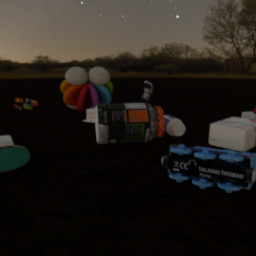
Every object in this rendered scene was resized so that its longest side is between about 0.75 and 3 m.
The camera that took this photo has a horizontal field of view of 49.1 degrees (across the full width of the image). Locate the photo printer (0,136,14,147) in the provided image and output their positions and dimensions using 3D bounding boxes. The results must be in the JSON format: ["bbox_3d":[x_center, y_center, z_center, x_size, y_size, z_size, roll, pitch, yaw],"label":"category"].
[{"bbox_3d":[-4.175,0.546,8.589,1.175,0.408,0.977,-6,15,-26],"label":"photo printer"}]

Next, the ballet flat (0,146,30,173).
[{"bbox_3d":[-3.433,0.855,6.864,0.705,0.685,1.981,7,19,37],"label":"ballet flat"}]

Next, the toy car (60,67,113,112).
[{"bbox_3d":[-2.220,-1.874,15.573,2.932,2.566,2.199,-3,48,-16],"label":"toy car"}]

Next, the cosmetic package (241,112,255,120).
[{"bbox_3d":[5.210,-0.294,11.628,0.643,0.642,0.779,-4,15,-18],"label":"cosmetic package"}]

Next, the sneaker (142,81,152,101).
[{"bbox_3d":[0.756,-1.474,11.435,0.337,0.521,0.960,21,-18,18],"label":"sneaker"}]

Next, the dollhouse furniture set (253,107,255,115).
[{"bbox_3d":[4.916,-0.277,8.813,0.850,1.124,2.089,-6,43,-31],"label":"dollhouse furniture set"}]

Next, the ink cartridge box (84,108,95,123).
[{"bbox_3d":[-1.364,-0.651,13.382,0.902,0.532,1.567,8,16,31],"label":"ink cartridge box"}]

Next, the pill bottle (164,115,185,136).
[{"bbox_3d":[1.674,-0.063,10.596,0.667,0.667,1.202,-4,14,-15],"label":"pill bottle"}]

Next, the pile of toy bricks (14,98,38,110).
[{"bbox_3d":[-5.857,-1.266,16.103,1.296,0.719,0.640,9,31,-49],"label":"pile of toy bricks"}]

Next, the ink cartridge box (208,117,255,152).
[{"bbox_3d":[3.734,0.167,9.500,1.279,0.723,1.746,13,18,43],"label":"ink cartridge box"}]

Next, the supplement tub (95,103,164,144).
[{"bbox_3d":[0.023,-0.160,9.515,2.225,1.363,1.363,-2,13,-9],"label":"supplement tub"}]

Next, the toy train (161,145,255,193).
[{"bbox_3d":[1.843,0.866,6.394,2.078,0.901,1.187,6,5,32],"label":"toy train"}]
